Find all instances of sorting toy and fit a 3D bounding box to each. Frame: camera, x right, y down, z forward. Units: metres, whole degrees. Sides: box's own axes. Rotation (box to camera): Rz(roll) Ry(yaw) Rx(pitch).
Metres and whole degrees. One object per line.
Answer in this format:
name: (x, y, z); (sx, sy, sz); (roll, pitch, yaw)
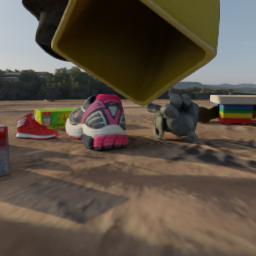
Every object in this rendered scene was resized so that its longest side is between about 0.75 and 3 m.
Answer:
sorting toy: (4.664, -0.715, 10.522); (2.810, 0.984, 2.827); (2, 7, 11)

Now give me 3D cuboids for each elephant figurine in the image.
elephant figurine: (1.015, -0.162, 6.853); (1.027, 1.126, 1.452); (33, -30, -13)

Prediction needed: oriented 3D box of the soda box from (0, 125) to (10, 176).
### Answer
soda box: (-2.710, 0.250, 4.175); (2.210, 0.701, 0.774); (6, 9, 35)

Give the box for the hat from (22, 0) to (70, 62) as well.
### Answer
hat: (-1.992, -2.728, 8.520); (2.880, 1.162, 2.880); (21, -10, 4)

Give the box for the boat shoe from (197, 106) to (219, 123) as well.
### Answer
boat shoe: (2.826, -0.485, 10.618); (1.728, 0.633, 0.560); (-6, -5, -38)

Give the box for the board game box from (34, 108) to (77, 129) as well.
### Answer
board game box: (-1.842, -0.355, 9.431); (2.337, 0.556, 1.187); (-4, 8, -26)

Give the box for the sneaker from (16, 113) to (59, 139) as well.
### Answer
sneaker: (-2.246, -0.054, 6.893); (1.049, 0.606, 0.411); (0, 7, 1)

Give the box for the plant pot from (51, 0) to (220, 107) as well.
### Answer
plant pot: (0.379, -2.796, 6.617); (2.821, 2.904, 2.839); (31, -28, -16)

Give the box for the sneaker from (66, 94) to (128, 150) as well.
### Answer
sneaker: (-0.731, -0.255, 6.633); (1.165, 1.079, 2.890); (-3, 8, -25)
